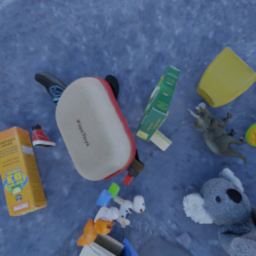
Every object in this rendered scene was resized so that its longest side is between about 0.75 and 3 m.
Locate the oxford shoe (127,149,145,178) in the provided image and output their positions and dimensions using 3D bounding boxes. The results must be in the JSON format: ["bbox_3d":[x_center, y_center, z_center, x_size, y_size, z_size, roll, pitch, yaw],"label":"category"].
[{"bbox_3d":[-0.009,0.757,8.490,0.615,0.529,1.457,-47,67,10],"label":"oxford shoe"}]

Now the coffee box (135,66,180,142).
[{"bbox_3d":[0.887,-0.730,8.192,0.467,1.306,2.124,27,46,-4],"label":"coffee box"}]

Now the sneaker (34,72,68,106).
[{"bbox_3d":[-2.310,-1.159,9.010,1.955,0.716,0.801,29,87,14],"label":"sneaker"}]

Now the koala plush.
[{"bbox_3d":[2.927,2.423,7.602,2.285,2.368,2.576,-34,57,-18],"label":"koala plush"}]

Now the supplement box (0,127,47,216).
[{"bbox_3d":[-3.208,1.270,8.283,0.817,0.845,2.457,-21,77,3],"label":"supplement box"}]

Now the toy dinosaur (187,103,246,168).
[{"bbox_3d":[2.781,0.252,8.630,1.176,0.885,2.299,-25,86,-4],"label":"toy dinosaur"}]

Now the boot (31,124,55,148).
[{"bbox_3d":[-2.571,0.236,8.535,0.340,0.939,0.677,-17,74,15],"label":"boot"}]

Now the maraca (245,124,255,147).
[{"bbox_3d":[4.153,0.133,8.666,1.064,0.569,0.730,-41,97,15],"label":"maraca"}]

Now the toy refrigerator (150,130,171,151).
[{"bbox_3d":[0.896,0.277,8.767,0.918,0.348,0.321,42,114,10],"label":"toy refrigerator"}]

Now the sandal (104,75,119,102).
[{"bbox_3d":[-0.541,-1.160,9.226,0.508,0.323,1.351,-3,75,-1],"label":"sandal"}]

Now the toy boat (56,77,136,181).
[{"bbox_3d":[-0.709,-0.041,8.009,1.882,1.886,2.885,-32,76,29],"label":"toy boat"}]

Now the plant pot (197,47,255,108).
[{"bbox_3d":[2.947,-1.415,8.846,1.369,1.338,1.329,-42,79,2],"label":"plant pot"}]

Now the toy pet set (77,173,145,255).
[{"bbox_3d":[-0.158,2.780,6.976,1.511,2.846,2.657,27,96,11],"label":"toy pet set"}]
